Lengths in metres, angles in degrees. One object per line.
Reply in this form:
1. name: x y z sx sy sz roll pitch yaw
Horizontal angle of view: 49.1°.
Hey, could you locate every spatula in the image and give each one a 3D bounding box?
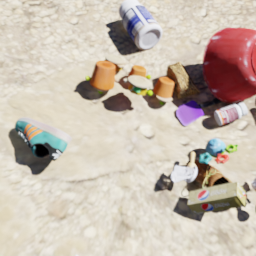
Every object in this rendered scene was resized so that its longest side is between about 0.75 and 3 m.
1. spatula: 2.598 -0.788 8.903 2.325 0.239 0.657 -24 67 -15

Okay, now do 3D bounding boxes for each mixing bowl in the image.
1. mixing bowl: 3.543 -1.926 8.256 2.388 1.294 2.388 -1 92 -25

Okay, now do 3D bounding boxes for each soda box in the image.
1. soda box: 2.145 1.734 6.858 0.424 1.324 0.448 49 40 -21

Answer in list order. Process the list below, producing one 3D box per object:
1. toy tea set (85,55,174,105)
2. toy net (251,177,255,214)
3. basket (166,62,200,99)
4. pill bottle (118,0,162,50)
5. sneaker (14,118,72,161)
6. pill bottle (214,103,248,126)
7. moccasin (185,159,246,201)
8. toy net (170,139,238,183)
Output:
1. toy tea set: 0.059 -1.375 9.045 2.807 1.039 1.669 28 34 19
2. toy net: 3.352 1.689 7.146 0.208 0.564 1.075 4 47 -3
3. basket: 1.816 -1.624 9.086 0.815 0.781 1.095 -17 62 -8
4. pill bottle: 0.390 -3.807 10.187 1.047 1.047 1.810 -22 63 -12
5. sneaker: -2.561 0.311 7.769 2.102 0.750 0.840 14 66 34
6. pill bottle: 3.095 -0.422 8.451 0.875 0.479 0.479 -20 61 2
7. moccasin: 2.250 1.415 7.336 0.632 0.667 1.728 -48 65 3
8. toy net: 1.982 0.966 7.396 1.893 0.366 0.993 -37 37 -13
